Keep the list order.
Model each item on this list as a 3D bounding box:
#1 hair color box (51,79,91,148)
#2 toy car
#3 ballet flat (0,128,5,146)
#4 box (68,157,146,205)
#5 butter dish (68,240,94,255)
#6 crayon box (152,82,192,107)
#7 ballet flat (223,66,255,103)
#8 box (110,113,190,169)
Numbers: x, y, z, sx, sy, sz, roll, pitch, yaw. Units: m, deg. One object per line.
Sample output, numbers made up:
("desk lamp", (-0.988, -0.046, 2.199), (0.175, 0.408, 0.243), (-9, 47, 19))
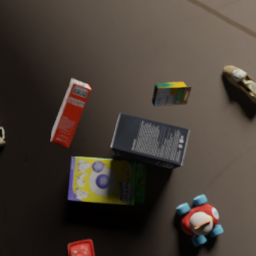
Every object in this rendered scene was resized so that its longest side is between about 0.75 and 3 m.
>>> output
("hair color box", (-1.782, -0.478, 8.637), (0.609, 1.056, 1.904), (19, 102, -18))
("toy car", (2.514, 3.129, 9.374), (1.347, 1.523, 1.403), (-25, 78, -6))
("ballet flat", (-5.109, 0.066, 10.727), (0.532, 0.479, 1.412), (-25, 82, -29))
("box", (-0.725, 1.891, 9.975), (2.663, 0.644, 1.562), (3, 84, 2))
("butter dish", (-1.626, 4.361, 9.519), (0.887, 0.656, 0.885), (-10, 77, -3))
("crayon box", (1.560, -1.215, 10.136), (1.295, 0.814, 0.334), (-4, 42, -14))
("ballet flat", (4.633, -1.815, 11.019), (2.036, 0.665, 0.718), (43, 85, 11))
("box", (0.717, 0.532, 9.837), (2.379, 1.765, 1.274), (13, 79, 3))
